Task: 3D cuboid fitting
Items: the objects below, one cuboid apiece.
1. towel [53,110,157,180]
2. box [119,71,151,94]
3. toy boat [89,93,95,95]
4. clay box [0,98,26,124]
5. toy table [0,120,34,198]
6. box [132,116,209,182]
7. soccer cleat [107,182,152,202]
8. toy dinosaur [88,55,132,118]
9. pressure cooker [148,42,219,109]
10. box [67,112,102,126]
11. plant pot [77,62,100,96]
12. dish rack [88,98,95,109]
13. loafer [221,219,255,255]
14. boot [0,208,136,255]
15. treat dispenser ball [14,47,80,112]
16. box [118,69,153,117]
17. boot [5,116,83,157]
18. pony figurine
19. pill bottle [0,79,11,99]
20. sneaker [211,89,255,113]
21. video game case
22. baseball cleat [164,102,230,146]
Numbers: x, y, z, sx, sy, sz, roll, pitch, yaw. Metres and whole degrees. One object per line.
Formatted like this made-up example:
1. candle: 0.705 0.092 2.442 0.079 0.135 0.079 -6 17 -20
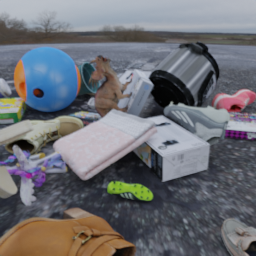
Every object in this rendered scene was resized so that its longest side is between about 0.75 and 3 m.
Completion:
1. towel: -0.847 0.333 8.861 2.703 0.456 2.830 -32 25 -19
2. box: 0.512 -2.642 16.175 2.228 0.670 1.300 12 53 39
3. toy boat: -2.150 -2.533 16.455 1.510 0.987 0.985 20 29 39
4. clay box: -5.521 -0.837 12.895 1.326 0.549 2.308 -4 23 -9
5. toy table: -3.412 0.575 5.956 2.498 2.718 1.592 -15 2 8
6. box: 1.111 0.523 9.108 1.634 0.842 2.801 -12 25 -21
7. soccer cleat: 0.041 1.631 7.121 1.162 0.471 0.392 16 58 -6
8. toy dinosaur: -0.879 -1.342 11.090 1.866 2.754 1.182 14 9 -11
9. pressure cooker: 2.616 -2.334 12.659 2.930 2.617 2.577 -46 20 -21
10. box: -1.663 -0.373 11.781 1.535 0.289 1.048 9 18 26
11. plant pot: -2.727 -2.521 15.379 1.701 1.737 1.737 -14 16 24
12. dish rack: -1.306 -1.193 14.079 1.319 0.287 1.132 2 23 4
13. loafer: 2.389 2.282 4.994 0.737 0.645 2.051 -18 28 -9
14. boot: -1.119 2.284 4.994 1.741 0.860 2.242 16 14 41
15. treat dispenser ball: -3.760 -2.248 13.195 2.993 2.993 2.993 0 22 0
16. box: 0.233 -1.366 12.300 0.529 2.004 2.570 22 17 -15
17. boot: -2.847 0.297 9.771 2.342 0.844 1.811 -4 21 5
18. pony figurine: -2.597 1.109 7.418 1.793 1.493 1.731 -10 6 -41
19. pill bottle: -6.886 -1.776 14.252 1.532 0.917 0.917 -28 27 -6
20. sneaker: 5.305 -1.133 13.527 2.547 0.939 1.105 -12 40 -21
21. video game case: 4.936 -0.079 11.215 2.348 0.420 2.128 5 23 13
22. baseball cleat: 2.068 -0.102 9.448 0.943 1.439 2.703 19 -6 -32
